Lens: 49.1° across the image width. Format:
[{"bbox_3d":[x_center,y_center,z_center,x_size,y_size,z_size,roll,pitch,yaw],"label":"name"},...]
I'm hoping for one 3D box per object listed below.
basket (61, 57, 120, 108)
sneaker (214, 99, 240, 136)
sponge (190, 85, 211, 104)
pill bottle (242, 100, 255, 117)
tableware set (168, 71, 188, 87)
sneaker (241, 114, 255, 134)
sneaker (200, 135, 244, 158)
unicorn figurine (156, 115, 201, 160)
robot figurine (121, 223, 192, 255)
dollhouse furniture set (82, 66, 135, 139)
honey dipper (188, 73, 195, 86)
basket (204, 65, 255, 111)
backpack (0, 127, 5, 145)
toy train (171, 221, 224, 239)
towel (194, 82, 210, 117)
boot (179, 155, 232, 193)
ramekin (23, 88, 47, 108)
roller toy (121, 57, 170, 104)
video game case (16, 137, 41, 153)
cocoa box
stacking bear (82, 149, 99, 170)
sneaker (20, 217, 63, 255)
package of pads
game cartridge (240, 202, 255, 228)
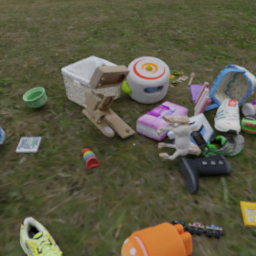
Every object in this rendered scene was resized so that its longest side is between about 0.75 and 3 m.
[{"bbox_3d":[-1.756,-2.191,13.801,2.141,1.738,2.161,28,44,33],"label":"basket"},{"bbox_3d":[4.123,-0.544,11.556,0.873,1.159,2.479,12,19,7],"label":"sneaker"},{"bbox_3d":[3.729,-1.738,14.466,0.880,0.235,1.577,4,36,4],"label":"sponge"},{"bbox_3d":[5.912,-0.941,12.998,1.194,0.671,0.671,-19,40,-25],"label":"pill bottle"},{"bbox_3d":[2.582,-2.863,15.987,1.128,0.257,1.675,28,45,33],"label":"tableware set"},{"bbox_3d":[5.984,-0.124,11.643,2.333,0.895,0.978,16,50,19],"label":"sneaker"},{"bbox_3d":[3.703,0.666,10.649,1.955,0.833,0.763,-18,45,-24],"label":"sneaker"},{"bbox_3d":[1.838,0.512,9.969,1.571,2.287,0.845,-7,48,2],"label":"unicorn figurine"},{"bbox_3d":[0.672,3.127,7.058,1.927,1.124,1.386,-15,59,-18],"label":"robot figurine"},{"bbox_3d":[-0.423,-0.918,10.775,1.830,2.245,2.135,44,31,18],"label":"dollhouse furniture set"},{"bbox_3d":[3.555,-2.706,15.833,0.238,0.238,1.255,13,42,17],"label":"honey dipper"},{"bbox_3d":[4.659,-1.819,12.872,2.476,2.183,1.722,-9,51,-31],"label":"basket"},{"bbox_3d":[-5.968,0.218,10.755,2.287,1.758,1.866,24,55,5],"label":"backpack"},{"bbox_3d":[1.984,2.915,8.102,1.504,0.257,0.344,6,26,9],"label":"toy train"},{"bbox_3d":[3.360,-1.164,12.784,0.205,1.297,1.801,19,39,-2],"label":"towel"},{"bbox_3d":[2.794,1.580,9.741,1.718,0.564,1.416,1,46,-14],"label":"boot"},{"bbox_3d":[-4.373,-1.408,13.285,1.047,0.511,1.047,-10,41,9],"label":"ramekin"},{"bbox_3d":[0.986,-2.436,13.893,2.092,1.603,2.293,26,55,17],"label":"roller toy"},{"bbox_3d":[-3.996,0.680,11.270,0.786,0.101,0.865,-1,36,-2],"label":"video game case"},{"bbox_3d":[2.388,0.206,10.751,1.339,0.879,0.893,-23,17,43],"label":"cocoa box"},{"bbox_3d":[-1.465,1.085,10.449,0.503,0.471,0.829,-17,34,-19],"label":"stacking bear"},{"bbox_3d":[-2.185,3.216,7.161,2.230,0.852,0.841,30,44,34],"label":"sneaker"},{"bbox_3d":[1.454,-0.306,11.978,1.258,0.790,2.088,25,42,36],"label":"package of pads"},{"bbox_3d":[3.878,2.653,8.536,0.763,0.140,0.866,5,38,6],"label":"game cartridge"}]
